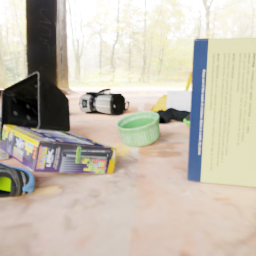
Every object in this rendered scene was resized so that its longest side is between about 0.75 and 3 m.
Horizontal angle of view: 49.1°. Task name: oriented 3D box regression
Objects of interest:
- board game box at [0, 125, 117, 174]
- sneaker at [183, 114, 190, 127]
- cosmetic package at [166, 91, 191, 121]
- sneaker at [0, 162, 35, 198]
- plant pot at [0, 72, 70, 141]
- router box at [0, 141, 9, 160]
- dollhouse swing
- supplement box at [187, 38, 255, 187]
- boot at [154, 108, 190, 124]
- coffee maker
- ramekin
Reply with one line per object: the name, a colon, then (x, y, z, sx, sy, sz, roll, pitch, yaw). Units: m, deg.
board game box: (-1.585, 0.459, 6.174, 1.768, 0.607, 2.139, 7, 4, -39)
sneaker: (2.548, -0.317, 10.701, 0.638, 0.696, 1.662, 34, 9, -8)
cosmetic package: (2.674, -0.994, 12.776, 1.835, 1.384, 0.474, 7, 13, 31)
sneaker: (-2.440, 0.885, 4.900, 1.609, 0.571, 0.667, 7, 5, 18)
plant pot: (-2.709, -0.444, 8.529, 1.689, 1.693, 1.502, -17, -20, 29)
router box: (-3.927, 0.607, 6.805, 1.597, 0.408, 1.191, -11, 15, -42)
dollhouse swing: (2.652, -2.179, 16.685, 2.382, 2.304, 2.621, 3, 12, 12)
supplement box: (2.658, -0.352, 5.655, 2.709, 2.712, 1.821, 3, 11, 15)
boot: (1.914, -0.456, 12.204, 1.503, 0.556, 1.232, 23, 30, 38)
coffee maker: (-1.284, -1.222, 14.949, 2.036, 1.371, 1.956, 7, -13, 28)
ramekin: (0.343, 0.041, 8.469, 1.305, 0.638, 1.305, -12, 22, 5)
